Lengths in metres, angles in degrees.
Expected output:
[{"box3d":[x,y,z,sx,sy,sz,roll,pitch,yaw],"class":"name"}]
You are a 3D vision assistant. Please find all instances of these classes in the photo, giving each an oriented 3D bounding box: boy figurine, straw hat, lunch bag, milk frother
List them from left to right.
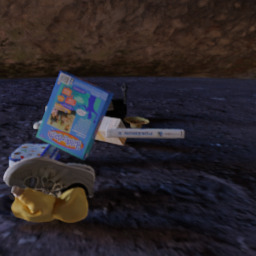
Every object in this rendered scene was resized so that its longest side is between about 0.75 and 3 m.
[{"box3d":[-1.967,1.550,5.809,2.240,1.393,0.722,0,54,2],"class":"boy figurine"},{"box3d":[-3.016,0.976,9.240,1.397,0.659,1.743,1,16,-1],"class":"lunch bag"},{"box3d":[-1.048,-1.399,15.418,1.977,2.102,1.897,-7,15,-25],"class":"milk frother"},{"box3d":[0.385,-0.129,13.728,1.217,0.515,1.217,3,19,-1],"class":"straw hat"}]

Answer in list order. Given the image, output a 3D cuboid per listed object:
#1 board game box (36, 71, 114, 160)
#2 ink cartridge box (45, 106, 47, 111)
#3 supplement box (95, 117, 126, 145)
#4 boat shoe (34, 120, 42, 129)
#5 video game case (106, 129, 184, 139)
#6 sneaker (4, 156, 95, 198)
[{"box3d":[-1.796,-0.413,9.342,1.844,2.425,0.546,26,11,6],"class":"board game box"},{"box3d":[-3.210,-0.738,13.824,1.016,0.990,1.580,28,35,12],"class":"ink cartridge box"},{"box3d":[-1.008,0.050,11.303,1.750,0.644,1.103,10,-25,24],"class":"supplement box"},{"box3d":[-4.038,-0.429,14.435,0.711,0.726,2.037,9,17,29],"class":"boat shoe"},{"box3d":[0.489,0.141,7.659,1.884,0.227,2.067,1,0,6],"class":"video game case"},{"box3d":[-1.876,1.318,6.994,2.276,0.851,0.933,5,32,-21],"class":"sneaker"}]
